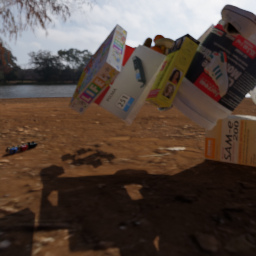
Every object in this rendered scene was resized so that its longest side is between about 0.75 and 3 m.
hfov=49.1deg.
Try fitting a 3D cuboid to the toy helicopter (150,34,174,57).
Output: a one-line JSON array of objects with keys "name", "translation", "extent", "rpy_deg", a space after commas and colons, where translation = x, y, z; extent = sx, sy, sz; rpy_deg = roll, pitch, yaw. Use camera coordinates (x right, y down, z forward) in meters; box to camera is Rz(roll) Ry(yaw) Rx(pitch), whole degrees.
[{"name": "toy helicopter", "translation": [1.856, -2.848, 11.552], "extent": [1.459, 0.870, 2.206], "rpy_deg": [5, -28, 28]}]

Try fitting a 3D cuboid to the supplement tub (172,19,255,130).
[{"name": "supplement tub", "translation": [2.760, -1.598, 8.546], "extent": [2.055, 2.928, 2.055], "rpy_deg": [32, 18, -12]}]

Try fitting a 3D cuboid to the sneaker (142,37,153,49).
[{"name": "sneaker", "translation": [0.541, -3.292, 11.765], "extent": [0.411, 1.227, 0.551], "rpy_deg": [7, 30, -39]}]

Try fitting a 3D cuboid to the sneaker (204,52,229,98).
[{"name": "sneaker", "translation": [2.255, -1.349, 7.194], "extent": [0.582, 1.246, 0.439], "rpy_deg": [-2, -15, 14]}]

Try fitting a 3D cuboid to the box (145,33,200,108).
[{"name": "box", "translation": [1.303, -1.652, 8.237], "extent": [0.538, 2.149, 0.809], "rpy_deg": [28, -6, -19]}]

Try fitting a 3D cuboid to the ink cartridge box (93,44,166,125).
[{"name": "ink cartridge box", "translation": [-0.202, -1.864, 10.527], "extent": [2.435, 2.763, 0.618], "rpy_deg": [31, -3, 25]}]

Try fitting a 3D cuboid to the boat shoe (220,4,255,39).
[{"name": "boat shoe", "translation": [2.586, -2.527, 6.787], "extent": [0.615, 0.561, 1.708], "rpy_deg": [33, 20, -29]}]

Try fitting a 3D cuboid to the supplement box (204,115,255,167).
[{"name": "supplement box", "translation": [4.017, 0.414, 9.684], "extent": [2.533, 1.596, 0.931], "rpy_deg": [5, 13, 31]}]

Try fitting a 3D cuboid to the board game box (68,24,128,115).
[{"name": "board game box", "translation": [-0.892, -1.975, 9.030], "extent": [0.497, 1.953, 2.906], "rpy_deg": [34, 34, -21]}]

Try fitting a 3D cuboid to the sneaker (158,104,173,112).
[{"name": "sneaker", "translation": [1.046, -1.196, 11.114], "extent": [1.915, 0.671, 1.039], "rpy_deg": [8, 37, 26]}]

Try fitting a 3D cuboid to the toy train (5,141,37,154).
[{"name": "toy train", "translation": [-4.297, 0.813, 11.362], "extent": [0.351, 0.261, 1.531], "rpy_deg": [18, 16, 24]}]

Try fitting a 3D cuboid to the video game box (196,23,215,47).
[{"name": "video game box", "translation": [3.051, -1.974, 10.666], "extent": [2.856, 2.602, 0.668], "rpy_deg": [-43, 5, 39]}]

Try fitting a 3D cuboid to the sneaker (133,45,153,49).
[{"name": "sneaker", "translation": [0.881, -3.566, 13.501], "extent": [2.186, 0.828, 0.842], "rpy_deg": [-4, 38, -41]}]

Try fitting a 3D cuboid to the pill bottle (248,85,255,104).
[{"name": "pill bottle", "translation": [5.922, -1.939, 12.046], "extent": [1.628, 1.628, 2.933], "rpy_deg": [-2, 48, -10]}]
